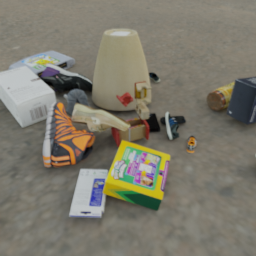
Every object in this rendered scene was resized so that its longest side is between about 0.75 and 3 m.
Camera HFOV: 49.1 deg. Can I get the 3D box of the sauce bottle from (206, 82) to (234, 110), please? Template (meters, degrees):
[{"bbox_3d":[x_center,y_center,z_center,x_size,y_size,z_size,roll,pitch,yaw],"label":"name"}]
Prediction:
[{"bbox_3d":[4.243,-1.425,11.281,2.516,0.830,0.830,-24,43,-32],"label":"sauce bottle"}]

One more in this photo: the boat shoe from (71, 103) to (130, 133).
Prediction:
[{"bbox_3d":[-0.934,-0.186,8.929,2.250,0.731,0.812,18,-4,33],"label":"boat shoe"}]

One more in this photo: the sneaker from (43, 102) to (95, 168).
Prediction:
[{"bbox_3d":[-1.857,0.188,9.102,1.509,1.045,2.693,-1,47,-8],"label":"sneaker"}]

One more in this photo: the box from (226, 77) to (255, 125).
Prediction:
[{"bbox_3d":[4.641,-1.047,10.062,1.872,1.385,0.976,-14,33,-29],"label":"box"}]

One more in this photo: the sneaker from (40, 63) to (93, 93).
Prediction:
[{"bbox_3d":[-2.607,-1.817,11.930,2.347,0.889,1.028,21,70,9],"label":"sneaker"}]

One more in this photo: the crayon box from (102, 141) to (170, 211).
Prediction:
[{"bbox_3d":[0.283,1.247,7.724,1.505,0.509,1.745,16,38,5],"label":"crayon box"}]

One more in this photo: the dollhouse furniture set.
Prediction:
[{"bbox_3d":[0.040,-0.493,8.929,1.122,2.085,0.848,-12,38,-14],"label":"dollhouse furniture set"}]

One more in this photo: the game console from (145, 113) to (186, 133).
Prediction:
[{"bbox_3d":[1.286,-0.214,10.170,1.629,0.196,0.961,-4,37,-3],"label":"game console"}]

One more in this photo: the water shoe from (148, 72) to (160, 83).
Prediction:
[{"bbox_3d":[1.184,-2.431,12.958,0.319,0.352,0.891,-34,44,-5],"label":"water shoe"}]

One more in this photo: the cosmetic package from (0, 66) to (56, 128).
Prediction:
[{"bbox_3d":[-4.058,-1.325,10.921,1.500,1.092,2.951,-26,45,-29],"label":"cosmetic package"}]

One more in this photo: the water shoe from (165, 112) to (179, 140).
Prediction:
[{"bbox_3d":[1.534,-0.068,9.668,0.433,0.392,1.097,-8,56,9],"label":"water shoe"}]

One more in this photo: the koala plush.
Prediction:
[{"bbox_3d":[-2.042,-1.144,10.936,0.906,0.939,1.022,-12,25,-15],"label":"koala plush"}]

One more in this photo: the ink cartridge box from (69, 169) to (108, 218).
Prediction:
[{"bbox_3d":[-1.000,1.765,7.397,0.811,0.320,1.630,2,35,3],"label":"ink cartridge box"}]

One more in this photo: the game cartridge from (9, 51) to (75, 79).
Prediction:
[{"bbox_3d":[-4.264,-3.061,13.762,1.868,0.567,2.801,23,42,33],"label":"game cartridge"}]

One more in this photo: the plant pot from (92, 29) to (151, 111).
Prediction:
[{"bbox_3d":[-0.258,-2.369,10.863,2.447,2.613,2.447,0,32,0],"label":"plant pot"}]

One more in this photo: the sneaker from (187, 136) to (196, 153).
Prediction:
[{"bbox_3d":[2.084,0.476,9.139,0.312,0.308,0.798,5,35,10],"label":"sneaker"}]
